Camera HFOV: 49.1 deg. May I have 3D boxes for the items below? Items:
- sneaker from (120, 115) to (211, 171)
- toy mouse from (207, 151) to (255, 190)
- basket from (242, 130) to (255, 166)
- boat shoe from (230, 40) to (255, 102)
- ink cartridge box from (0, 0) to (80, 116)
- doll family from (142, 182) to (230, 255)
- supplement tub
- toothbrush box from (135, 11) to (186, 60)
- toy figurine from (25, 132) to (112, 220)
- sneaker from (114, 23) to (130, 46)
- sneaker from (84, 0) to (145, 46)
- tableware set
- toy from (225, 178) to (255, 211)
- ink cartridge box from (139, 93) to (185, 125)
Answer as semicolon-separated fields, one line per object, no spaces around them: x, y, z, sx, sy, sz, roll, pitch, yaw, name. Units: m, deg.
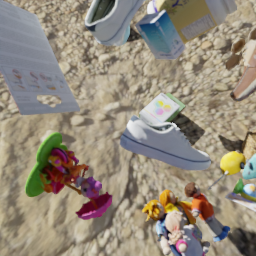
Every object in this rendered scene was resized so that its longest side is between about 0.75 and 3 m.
0.920;0.323;5.869;2.158;0.788;0.764;17;103;-23;sneaker
2.830;0.524;5.897;2.068;1.837;0.400;-32;95;-35;toy mouse
4.125;0.693;8.288;1.375;1.025;0.982;2;29;1;basket
2.925;-1.582;6.121;0.793;0.837;2.210;41;110;20;boat shoe
-2.308;-1.411;5.928;0.768;2.188;2.691;-23;88;20;ink cartridge box
0.738;1.442;4.021;0.814;1.807;1.122;-38;82;23;doll family
1.698;-3.185;7.502;2.004;1.457;1.457;-25;58;26;supplement tub
0.777;-2.182;6.714;0.452;1.059;0.775;-47;31;-13;toothbrush box
-1.040;1.127;5.757;1.601;1.739;1.306;29;41;13;toy figurine
-0.121;-2.975;8.238;0.414;1.119;0.459;32;31;15;sneaker
-0.093;-3.302;6.562;1.000;0.969;2.738;27;94;25;sneaker
2.793;-1.879;6.681;1.134;0.948;0.132;-30;53;-7;tableware set
3.385;1.636;5.589;2.518;1.450;0.595;21;101;32;toy
1.124;-0.595;8.980;0.774;0.442;1.490;41;69;19;ink cartridge box
